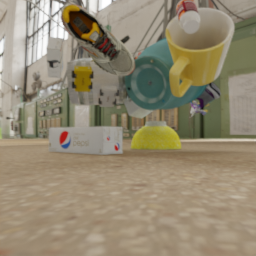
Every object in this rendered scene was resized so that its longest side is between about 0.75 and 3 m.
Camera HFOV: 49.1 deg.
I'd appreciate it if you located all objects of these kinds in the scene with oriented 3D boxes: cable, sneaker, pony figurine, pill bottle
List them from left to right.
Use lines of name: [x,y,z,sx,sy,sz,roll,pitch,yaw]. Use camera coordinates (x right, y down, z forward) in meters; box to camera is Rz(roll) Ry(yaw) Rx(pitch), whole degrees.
sneaker: [-0.967,-2.620,8.647,2.862,1.114,1.176,38,8,-16]
cable: [-0.689,-2.701,9.663,1.659,0.417,0.806,-35,1,39]
sneaker: [2.657,-2.003,12.417,1.279,2.922,1.087,-46,8,32]
pill bottle: [1.619,-2.989,7.515,0.545,0.965,0.545,-2,-37,-1]
pony figurine: [3.788,-1.048,15.295,1.046,1.010,0.871,15,27,1]

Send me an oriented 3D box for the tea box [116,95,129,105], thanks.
tea box: [-0.561,-2.312,13.835,1.196,1.790,1.761,-6,28,36]

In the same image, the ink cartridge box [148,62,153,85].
ink cartridge box: [1.152,-2.051,11.030,0.593,1.407,1.018,35,-15,31]

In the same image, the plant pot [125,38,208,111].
plant pot: [1.420,-2.011,11.129,2.999,2.999,2.818,-1,19,32]

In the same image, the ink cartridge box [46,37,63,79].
ink cartridge box: [-2.229,-2.143,8.551,0.424,0.735,1.013,4,-46,-8]

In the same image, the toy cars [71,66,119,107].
toy cars: [-1.152,-1.546,10.064,1.241,0.613,2.767,-16,-26,27]

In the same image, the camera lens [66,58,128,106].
camera lens: [-1.218,-1.940,11.700,2.429,1.943,1.943,-5,-1,-5]

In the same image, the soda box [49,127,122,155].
soda box: [-1.639,0.441,10.327,2.998,0.954,1.021,-2,-2,39]

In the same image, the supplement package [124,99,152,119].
supplement package: [0.492,-0.988,13.106,0.747,0.741,0.984,-34,-26,32]

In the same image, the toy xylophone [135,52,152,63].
toy xylophone: [0.528,-2.620,13.617,0.511,2.035,1.490,-5,-48,48]

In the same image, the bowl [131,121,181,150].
bowl: [1.343,0.351,13.498,2.423,1.304,2.423,1,-2,0]

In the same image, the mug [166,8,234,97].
mug: [2.026,-2.264,8.879,2.392,1.916,1.964,-27,-34,-5]
